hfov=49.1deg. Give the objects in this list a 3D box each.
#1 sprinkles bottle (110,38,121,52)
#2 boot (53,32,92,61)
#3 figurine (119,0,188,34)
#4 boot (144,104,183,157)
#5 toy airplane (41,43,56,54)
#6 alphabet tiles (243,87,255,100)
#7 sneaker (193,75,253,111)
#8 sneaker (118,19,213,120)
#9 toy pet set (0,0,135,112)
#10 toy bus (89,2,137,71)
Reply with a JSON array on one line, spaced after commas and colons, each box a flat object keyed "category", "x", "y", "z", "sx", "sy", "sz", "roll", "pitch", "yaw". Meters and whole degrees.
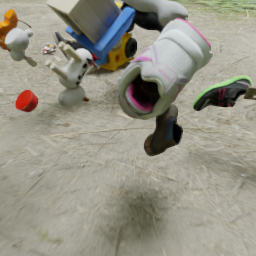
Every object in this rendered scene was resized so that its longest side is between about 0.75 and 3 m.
[{"category": "sprinkles bottle", "x": -0.516, "y": -3.211, "z": 9.789, "sx": 0.595, "sy": 0.595, "sz": 1.745, "roll": -1, "pitch": -2, "yaw": -1}, {"category": "boot", "x": -1.783, "y": -2.933, "z": 9.659, "sx": 1.146, "sy": 0.557, "sz": 1.522, "roll": -36, "pitch": 78, "yaw": 5}, {"category": "figurine", "x": 0.924, "y": -4.041, "z": 9.682, "sx": 2.784, "sy": 1.228, "sz": 2.853, "roll": 37, "pitch": 6, "yaw": 7}, {"category": "boot", "x": 0.839, "y": -0.029, "z": 5.297, "sx": 0.649, "sy": 0.500, "sz": 1.340, "roll": -21, "pitch": 31, "yaw": 46}, {"category": "toy airplane", "x": -4.391, "y": -4.377, "z": 15.307, "sx": 0.791, "sy": 0.558, "sz": 0.788, "roll": -1, "pitch": 33, "yaw": -2}, {"category": "alphabet tiles", "x": 3.253, "y": -0.721, "z": 6.262, "sx": 1.165, "sy": 0.044, "sz": 0.974, "roll": 8, "pitch": -7, "yaw": 17}, {"category": "sneaker", "x": 2.283, "y": -0.748, "z": 6.805, "sx": 1.494, "sy": 0.626, "sz": 0.573, "roll": -25, "pitch": -18, "yaw": 20}, {"category": "sneaker", "x": 0.265, "y": -0.696, "z": 4.894, "sx": 1.069, "sy": 2.629, "sz": 1.160, "roll": 42, "pitch": 66, "yaw": 1}, {"category": "toy pet set", "x": -0.866, "y": -1.062, "z": 3.759, "sx": 1.770, "sy": 1.007, "sz": 1.896, "roll": -51, "pitch": 51, "yaw": 0}, {"category": "toy bus", "x": -1.042, "y": -4.031, "z": 12.913, "sx": 1.857, "sy": 2.737, "sz": 2.627, "roll": 22, "pitch": 47, "yaw": 29}]
